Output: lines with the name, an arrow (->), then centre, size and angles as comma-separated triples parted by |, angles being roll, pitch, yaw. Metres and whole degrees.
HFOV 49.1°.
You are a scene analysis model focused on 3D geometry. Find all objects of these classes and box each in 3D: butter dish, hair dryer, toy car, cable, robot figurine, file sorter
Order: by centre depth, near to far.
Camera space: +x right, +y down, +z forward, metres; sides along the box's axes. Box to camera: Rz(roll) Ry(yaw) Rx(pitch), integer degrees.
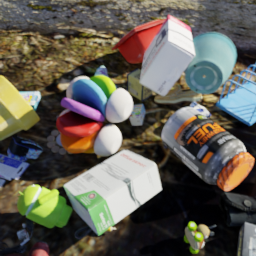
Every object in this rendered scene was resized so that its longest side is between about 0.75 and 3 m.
hair dryer -> -2.812, 3.536, 7.526 | 1.411, 0.503, 1.852 | -37, 48, -13
toy car -> 2.071, 2.981, 7.795 | 0.840, 0.690, 0.662 | -9, 38, -18
robot figurine -> -2.459, 2.274, 8.108 | 1.599, 1.403, 0.925 | 30, 55, -11
cable -> -0.982, 2.849, 8.191 | 1.198, 0.301, 0.582 | -10, 51, -11
toy car -> -1.435, -0.449, 9.514 | 2.489, 2.844, 2.132 | 23, 10, 25
file sorter -> 5.270, -1.577, 11.824 | 2.437, 1.495, 1.691 | -31, 52, -27
butter dish -> 0.909, -4.040, 14.164 | 2.617, 1.940, 2.624 | -29, 9, -29

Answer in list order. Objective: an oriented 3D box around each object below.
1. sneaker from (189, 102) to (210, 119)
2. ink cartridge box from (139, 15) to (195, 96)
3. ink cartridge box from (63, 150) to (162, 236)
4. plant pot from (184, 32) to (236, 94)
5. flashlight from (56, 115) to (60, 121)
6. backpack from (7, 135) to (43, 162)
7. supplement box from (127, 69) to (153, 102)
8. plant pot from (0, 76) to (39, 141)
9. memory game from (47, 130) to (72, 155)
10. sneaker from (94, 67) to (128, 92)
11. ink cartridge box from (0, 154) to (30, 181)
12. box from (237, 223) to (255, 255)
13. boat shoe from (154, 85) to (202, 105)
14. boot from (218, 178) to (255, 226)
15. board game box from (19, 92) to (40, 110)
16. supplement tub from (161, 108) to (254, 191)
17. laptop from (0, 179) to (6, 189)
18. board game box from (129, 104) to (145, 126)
sneaker -> 2.779, -0.435, 11.269 | 0.927, 0.648, 1.605 | 21, 47, 22
ink cartridge box -> 1.561, -3.003, 11.487 | 1.214, 2.084, 2.879 | 26, 38, -12
ink cartridge box -> -0.442, 1.785, 8.385 | 2.372, 0.985, 1.739 | -29, 26, -25
plant pot -> 3.132, -2.402, 11.131 | 2.114, 2.114, 1.986 | 14, 42, 14
flashlight -> -2.280, -0.421, 11.424 | 1.251, 0.425, 0.424 | -5, 25, -4
backpack -> -3.619, 0.783, 9.908 | 1.052, 0.708, 0.961 | 22, 2, -34
supplement box -> 0.529, -1.916, 12.498 | 1.004, 1.005, 0.675 | 35, 54, 29
plant pot -> -4.516, -0.442, 9.808 | 2.041, 2.041, 1.920 | 36, 71, 31
memory game -> -2.387, 0.453, 10.767 | 1.479, 0.094, 1.479 | 0, 45, 0
sneaker -> -0.745, -1.797, 12.377 | 1.557, 0.865, 2.226 | 2, 60, 10
ink cartridge box -> -4.242, 1.368, 9.721 | 1.535, 0.285, 0.727 | 13, 46, 16
box -> 4.023, 3.685, 7.149 | 2.330, 0.594, 1.837 | 14, 47, 14
boat shoe -> 2.141, -1.478, 12.083 | 2.060, 0.784, 0.738 | -6, 20, -4
boot -> 3.679, 2.101, 8.614 | 1.681, 0.764, 2.000 | 7, 50, 2
board game box -> -4.598, -1.157, 12.156 | 1.320, 0.310, 0.996 | -2, 41, -1
supplement tub -> 2.573, 0.673, 9.330 | 1.709, 1.709, 2.790 | -27, 48, -24
laptop -> -5.103, 1.859, 8.727 | 1.580, 0.978, 1.688 | 13, 46, 12
board game box -> 0.382, -0.529, 11.448 | 0.428, 0.436, 0.832 | -4, 42, 22
